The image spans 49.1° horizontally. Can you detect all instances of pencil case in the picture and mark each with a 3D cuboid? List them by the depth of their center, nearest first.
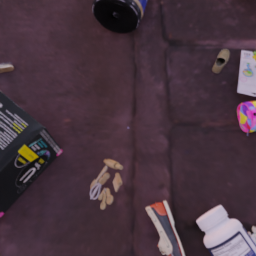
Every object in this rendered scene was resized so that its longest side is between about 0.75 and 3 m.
[{"bbox_3d":[4.407,-0.421,8.232,2.296,1.015,1.015,-9,70,-4],"label":"pencil case"}]

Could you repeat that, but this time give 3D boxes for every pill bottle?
[{"bbox_3d":[2.561,2.957,6.934,1.056,1.056,1.901,-29,72,-10],"label":"pill bottle"},{"bbox_3d":[-0.038,-4.877,9.483,1.664,1.664,2.975,14,70,5],"label":"pill bottle"}]

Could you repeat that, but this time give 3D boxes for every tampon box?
[{"bbox_3d":[-3.430,0.824,7.166,1.742,2.068,2.760,37,74,12],"label":"tampon box"}]

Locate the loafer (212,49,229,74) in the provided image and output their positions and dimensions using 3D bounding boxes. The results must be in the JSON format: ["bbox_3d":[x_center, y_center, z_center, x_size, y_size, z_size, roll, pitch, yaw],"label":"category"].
[{"bbox_3d":[3.099,-2.235,9.222,0.373,0.331,0.982,25,72,9],"label":"loafer"}]

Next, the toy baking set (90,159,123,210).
[{"bbox_3d":[-0.619,1.353,7.078,0.181,1.555,1.194,24,86,-27],"label":"toy baking set"}]

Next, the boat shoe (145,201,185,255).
[{"bbox_3d":[1.009,2.866,7.179,0.600,0.682,1.916,-17,69,-3],"label":"boat shoe"}]

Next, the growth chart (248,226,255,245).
[{"bbox_3d":[3.839,2.856,7.460,1.156,0.102,0.836,-24,71,-11],"label":"growth chart"}]

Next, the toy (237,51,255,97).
[{"bbox_3d":[4.043,-1.651,8.967,1.029,0.422,1.787,13,65,9],"label":"toy"}]

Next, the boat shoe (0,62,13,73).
[{"bbox_3d":[-4.181,-1.983,9.167,0.822,0.296,0.266,-9,63,-5],"label":"boat shoe"}]
